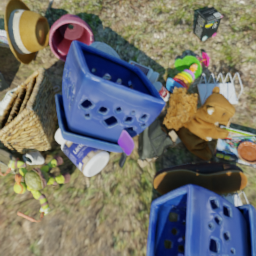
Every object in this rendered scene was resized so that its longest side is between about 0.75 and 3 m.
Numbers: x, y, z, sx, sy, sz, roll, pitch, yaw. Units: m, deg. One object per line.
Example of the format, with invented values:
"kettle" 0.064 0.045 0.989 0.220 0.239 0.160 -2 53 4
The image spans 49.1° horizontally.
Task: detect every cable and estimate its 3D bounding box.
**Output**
"cable" -1.001 -2.490 11.252 1.913 0.662 1.913 10 63 -45

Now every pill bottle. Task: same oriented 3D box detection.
"pill bottle" 1.266 -1.394 10.962 0.484 0.848 0.484 -16 59 29
"pill bottle" -1.616 0.697 9.619 1.067 1.067 1.843 -40 66 -21
"pill bottle" 0.551 -2.152 11.376 1.284 0.733 0.733 24 62 6

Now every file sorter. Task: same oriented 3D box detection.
"file sorter" 3.634 -1.581 11.086 1.453 0.904 1.008 -2 60 -1
"file sorter" 3.236 2.436 8.849 0.957 0.596 0.664 -8 60 -6

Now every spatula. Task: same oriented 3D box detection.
"spatula" -0.130 0.820 8.943 0.218 2.123 0.600 -31 68 -21

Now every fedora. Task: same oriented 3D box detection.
"fedora" -3.961 -3.957 11.490 1.123 2.754 2.754 -2 59 6

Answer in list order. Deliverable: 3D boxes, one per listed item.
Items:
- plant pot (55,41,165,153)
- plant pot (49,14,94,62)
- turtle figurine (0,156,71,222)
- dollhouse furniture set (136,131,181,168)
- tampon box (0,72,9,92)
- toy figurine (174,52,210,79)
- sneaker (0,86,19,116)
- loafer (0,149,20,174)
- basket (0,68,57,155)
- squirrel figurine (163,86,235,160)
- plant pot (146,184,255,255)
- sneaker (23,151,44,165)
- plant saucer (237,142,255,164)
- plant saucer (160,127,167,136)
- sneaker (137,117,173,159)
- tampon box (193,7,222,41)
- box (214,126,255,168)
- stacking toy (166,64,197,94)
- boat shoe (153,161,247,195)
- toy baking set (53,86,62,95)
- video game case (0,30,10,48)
"plant pot" -0.869 -0.850 9.103 2.751 2.473 2.750 16 29 -30
"plant pot" -2.445 -4.031 12.153 1.874 1.874 1.678 -8 43 -5
"turtle figurine" -2.796 1.465 8.573 2.423 0.780 1.954 51 34 12
"dollhouse furniture set" 0.926 0.629 9.761 1.528 0.676 0.792 -32 78 -14
"tampon box" -6.465 -2.064 10.961 2.553 1.611 1.913 -33 64 -18
"toy figurine" 2.887 -2.803 12.006 1.232 1.005 1.338 -33 39 -33
"sneaker" -4.622 -1.089 10.949 1.484 0.599 0.568 -42 68 -14
"loafer" -4.894 1.173 9.381 2.842 1.081 0.959 9 60 13
"basket" -3.585 -0.622 9.601 1.810 1.889 2.536 -6 45 5
"squirrel figurine" 2.370 -0.414 9.473 2.352 2.195 1.664 27 61 8
"plant pot" 1.936 3.075 7.296 2.217 2.466 2.465 14 63 -13
"sneaker" -3.459 0.870 9.752 1.062 0.614 0.391 41 105 21
"plant saucer" 4.165 0.868 9.626 0.812 0.131 0.812 0 60 0
"plant saucer" 0.956 0.310 10.361 1.027 0.192 1.027 0 59 0
"sneaker" 0.949 0.089 9.567 1.117 0.746 1.950 3 89 -24
"tampon box" 3.618 -4.742 12.831 0.869 1.159 0.732 -25 62 -14
"box" 4.234 0.753 9.991 2.115 0.367 1.164 15 60 9
"stacking toy" 2.251 -1.955 10.958 0.819 0.866 1.492 38 75 18
"boat shoe" 2.263 1.625 9.154 2.931 1.032 1.031 0 20 -1
"toy baking set" -3.278 -1.409 11.422 1.250 0.145 0.959 13 60 8
"video game case" -5.893 -3.861 11.909 2.834 2.029 0.255 11 90 6
